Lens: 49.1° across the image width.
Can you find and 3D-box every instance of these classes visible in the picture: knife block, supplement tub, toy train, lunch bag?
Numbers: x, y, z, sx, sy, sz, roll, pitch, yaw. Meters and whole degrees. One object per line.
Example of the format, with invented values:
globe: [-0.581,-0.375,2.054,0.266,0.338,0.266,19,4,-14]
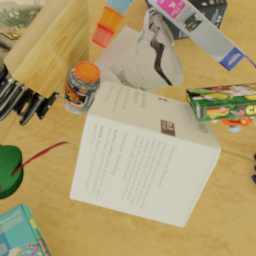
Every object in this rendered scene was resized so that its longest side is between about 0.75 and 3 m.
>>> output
knife block: [-2.126,-1.476,6.126,2.506,2.855,0.913,-18,43,-26]
supplement tub: [-1.006,-0.868,6.123,0.678,1.106,0.678,12,50,-15]
toy train: [2.964,0.093,5.962,2.342,1.759,0.651,42,72,-22]
lunch bag: [-4.021,-2.100,8.805,2.194,1.573,2.676,32,64,15]

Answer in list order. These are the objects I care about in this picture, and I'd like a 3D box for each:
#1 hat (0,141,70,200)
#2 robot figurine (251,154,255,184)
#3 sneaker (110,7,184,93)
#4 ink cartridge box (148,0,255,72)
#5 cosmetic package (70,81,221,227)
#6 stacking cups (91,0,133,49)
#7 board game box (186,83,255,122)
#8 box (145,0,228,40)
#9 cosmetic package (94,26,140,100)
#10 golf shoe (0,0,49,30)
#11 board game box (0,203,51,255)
hat: [-2.452,0.606,5.920,1.324,1.407,1.598,49,34,-14]
robot figurine: [4.057,1.210,7.720,0.853,1.027,1.366,-19,66,-29]
sneaker: [0.359,-1.868,7.005,1.549,1.012,2.694,-24,49,21]
ink cartridge box: [1.644,-2.332,6.515,2.851,0.598,1.701,30,28,-19]
cosmetic package: [0.260,0.418,5.360,2.158,1.780,1.779,14,26,-3]
stacking cups: [-0.260,-3.479,7.903,0.765,0.765,2.529,31,103,13]
board game box: [2.409,-0.544,4.937,2.562,0.301,1.342,-5,22,3]
box: [1.923,-4.477,9.928,2.314,1.359,2.276,-11,67,-3]
cosmetic package: [-0.210,-1.764,8.871,1.408,1.110,2.617,32,70,14]
golf shoe: [-2.429,-3.424,7.332,2.765,1.082,1.344,-36,106,-49]
board game box: [-2.905,3.706,6.726,2.206,0.686,2.922,-29,70,-12]
